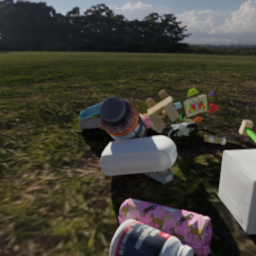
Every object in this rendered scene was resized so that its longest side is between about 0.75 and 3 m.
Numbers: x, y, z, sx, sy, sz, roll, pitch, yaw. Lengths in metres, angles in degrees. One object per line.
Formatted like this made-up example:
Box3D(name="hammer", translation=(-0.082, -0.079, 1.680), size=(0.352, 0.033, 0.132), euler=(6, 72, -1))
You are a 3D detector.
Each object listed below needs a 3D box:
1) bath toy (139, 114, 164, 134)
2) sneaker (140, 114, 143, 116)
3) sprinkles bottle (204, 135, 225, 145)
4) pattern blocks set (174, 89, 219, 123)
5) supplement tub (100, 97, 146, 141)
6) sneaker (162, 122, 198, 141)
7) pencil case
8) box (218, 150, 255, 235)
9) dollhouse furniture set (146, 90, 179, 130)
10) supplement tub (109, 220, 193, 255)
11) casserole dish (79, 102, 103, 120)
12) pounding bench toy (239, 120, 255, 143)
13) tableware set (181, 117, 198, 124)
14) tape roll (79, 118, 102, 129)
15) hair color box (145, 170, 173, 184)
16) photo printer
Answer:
Box3D(name="bath toy", translation=(0.990, -0.211, 13.047), size=(0.824, 0.700, 1.895), euler=(-45, 36, -20))
Box3D(name="sneaker", translation=(-0.152, -0.773, 14.318), size=(1.973, 0.809, 0.737), euler=(10, 21, 12))
Box3D(name="sprinkles bottle", translation=(3.560, 0.500, 11.519), size=(0.832, 0.284, 0.284), euler=(9, 21, 24))
Box3D(name="pattern blocks set", translation=(3.228, -1.034, 13.271), size=(1.997, 1.755, 0.162), euler=(-29, 28, 1))
Box3D(name="supplement tub", translation=(-0.196, -0.211, 10.231), size=(1.359, 1.359, 2.541), euler=(6, -18, 17))
Box3D(name="sneaker", translation=(2.244, 0.041, 12.321), size=(1.863, 0.619, 0.843), euler=(-15, 26, -35))
Box3D(name="pencil case", translation=(0.784, 2.095, 5.963), size=(1.977, 0.818, 0.855), euler=(6, 59, 24))
Box3D(name="box", translation=(3.385, 1.472, 6.922), size=(1.673, 1.440, 1.681), euler=(-2, 19, -6))
Box3D(name="dollhouse furniture set", translation=(0.874, -0.822, 12.133), size=(2.135, 1.389, 1.961), euler=(-32, 20, 14))
Box3D(name="supplement tub", translation=(0.417, 2.348, 5.143), size=(1.332, 0.935, 0.935), euler=(13, 23, 29))
Box3D(name="casserole dish", translation=(-1.560, -0.857, 13.365), size=(1.818, 0.353, 1.101), euler=(-25, -1, -23))
Box3D(name="pounding bench toy", translation=(4.964, 0.472, 9.675), size=(2.298, 1.427, 1.792), euler=(13, 23, 25))
Box3D(name="tableware set", translation=(2.889, -0.118, 13.405), size=(0.710, 0.215, 1.074), euler=(24, 31, 14))
Box3D(name="tape roll", translation=(-1.718, -0.208, 13.092), size=(1.083, 0.358, 1.083), euler=(-6, 6, 1))
Box3D(name="hair color box", translation=(0.962, 1.443, 8.836), size=(0.416, 0.255, 0.841), euler=(-16, 24, -39))
Box3D(name="photo printer", translation=(0.413, 0.851, 9.068), size=(2.283, 0.793, 1.899), euler=(-6, 11, 10))
